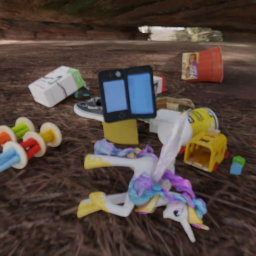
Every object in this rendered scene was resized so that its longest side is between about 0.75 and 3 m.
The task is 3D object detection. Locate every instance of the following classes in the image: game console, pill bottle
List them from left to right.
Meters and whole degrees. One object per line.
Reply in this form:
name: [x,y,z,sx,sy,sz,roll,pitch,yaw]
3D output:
game console: [-0.029,-0.906,7.716,1.309,1.489,0.866,-12,11,-26]
pill bottle: [1.971,0.007,9.316,1.917,1.074,1.074,-15,26,-31]

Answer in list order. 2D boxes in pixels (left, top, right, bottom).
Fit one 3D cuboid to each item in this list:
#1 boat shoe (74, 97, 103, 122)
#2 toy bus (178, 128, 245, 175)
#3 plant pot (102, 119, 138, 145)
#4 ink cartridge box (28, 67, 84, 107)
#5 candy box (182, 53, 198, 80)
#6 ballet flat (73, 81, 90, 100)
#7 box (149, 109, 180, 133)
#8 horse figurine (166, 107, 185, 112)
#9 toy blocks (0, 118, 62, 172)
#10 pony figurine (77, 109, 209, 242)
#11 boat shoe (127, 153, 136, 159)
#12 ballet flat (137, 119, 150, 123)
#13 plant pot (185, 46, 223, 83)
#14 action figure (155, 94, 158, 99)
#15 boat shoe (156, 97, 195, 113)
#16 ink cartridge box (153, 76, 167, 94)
boat shoe: [-1.268,-0.864,11.693,2.643,0.896,0.948,19,29,39]
toy bus: [2.386,0.506,8.134,1.719,0.941,1.822,-1,24,-9]
plant pot: [-0.272,-0.090,9.621,1.129,1.103,1.096,-5,22,3]
ink cartridge box: [-3.515,-2.071,13.781,1.561,0.902,2.146,21,51,43]
candy box: [2.718,-2.712,12.301,0.646,1.108,0.313,-9,19,-23]
ballet flat: [-2.648,-2.133,15.099,0.869,0.864,2.541,0,30,-25]
box: [1.451,-0.204,10.380,0.996,0.654,1.001,13,25,31]
horse figurine: [2.073,-0.397,10.901,1.399,0.927,0.349,20,68,37]
toy blocks: [-3.460,0.518,8.349,1.943,0.846,2.331,10,24,22]
pony figurine: [0.432,0.998,6.164,2.655,2.211,2.563,7,55,8]
boat shoe: [0.117,0.937,8.063,0.257,0.284,0.797,-9,25,-22]
ballet flat: [0.617,-0.566,11.542,0.601,0.711,1.881,21,9,-41]
plant pot: [4.674,-3.887,17.793,2.220,2.282,2.282,-5,21,10]
action figure: [1.194,-1.330,13.477,1.840,0.503,1.087,12,28,35]
boat shoe: [1.920,-0.868,11.952,1.988,0.752,0.734,-5,31,-10]
ink cartridge box: [0.987,-2.365,15.473,1.454,0.842,2.503,17,27,35]
